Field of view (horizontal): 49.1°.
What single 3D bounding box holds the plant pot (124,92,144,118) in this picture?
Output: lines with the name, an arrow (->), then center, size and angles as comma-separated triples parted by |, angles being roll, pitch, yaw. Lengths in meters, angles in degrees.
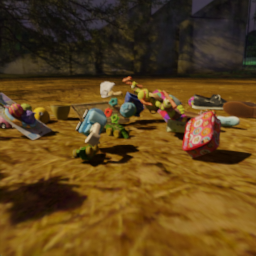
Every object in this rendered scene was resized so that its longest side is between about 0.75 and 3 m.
plant pot -> 0.234, -0.908, 11.362 | 0.811, 0.729, 0.811 | 20, 16, -15

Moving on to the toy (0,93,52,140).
toy -> -3.620, -0.574, 9.216 | 2.281, 0.538, 1.313 | 33, 19, 4

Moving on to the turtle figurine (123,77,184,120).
turtle figurine -> 0.956, -0.780, 8.893 | 1.937, 0.774, 2.402 | 18, 9, -46

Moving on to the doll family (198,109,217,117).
doll family -> 3.226, -0.497, 11.212 | 0.830, 0.515, 0.374 | 8, 9, 39

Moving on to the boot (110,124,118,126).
boot -> -0.650, -0.413, 10.680 | 0.337, 0.602, 0.871 | -13, 23, -27

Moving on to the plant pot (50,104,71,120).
plant pot -> -2.827, -0.663, 11.857 | 0.837, 0.594, 0.837 | -2, 10, 0

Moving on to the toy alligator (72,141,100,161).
toy alligator -> -0.942, 0.594, 6.995 | 0.459, 0.333, 1.385 | -11, 3, 17

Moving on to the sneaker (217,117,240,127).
sneaker -> 3.575, -0.191, 10.268 | 0.407, 0.367, 0.993 | -25, 17, -32

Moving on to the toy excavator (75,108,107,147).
toy excavator -> -0.885, -0.024, 7.210 | 0.652, 1.270, 1.306 | 31, -26, -14

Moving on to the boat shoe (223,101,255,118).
boat shoe -> 5.218, -0.791, 12.344 | 2.000, 0.704, 0.703 | 12, 18, 17

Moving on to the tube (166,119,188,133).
tube -> 1.945, -0.011, 9.528 | 1.272, 0.369, 0.330 | 6, -16, 6

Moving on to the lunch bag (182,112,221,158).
lunch bag -> 1.793, 0.190, 7.050 | 0.995, 0.463, 1.129 | -27, 31, 40

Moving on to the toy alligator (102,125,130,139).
toy alligator -> -0.485, 0.040, 9.338 | 0.510, 0.370, 1.540 | -10, 17, -40

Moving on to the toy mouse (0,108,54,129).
toy mouse -> -4.516, -0.463, 11.084 | 2.611, 0.569, 2.938 | 1, 13, 2

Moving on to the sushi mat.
sushi mat -> -0.922, -0.517, 10.211 | 2.300, 0.139, 1.101 | -12, 59, -51

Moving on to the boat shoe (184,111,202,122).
boat shoe -> 2.363, -0.271, 10.203 | 0.567, 0.567, 1.612 | -10, 17, -28

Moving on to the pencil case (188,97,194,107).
pencil case -> 3.841, -1.520, 15.818 | 0.562, 0.562, 1.273 | 7, 16, 29

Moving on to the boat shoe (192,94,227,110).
boat shoe -> 4.556, -1.354, 14.586 | 2.338, 0.790, 0.840 | 4, 12, 11

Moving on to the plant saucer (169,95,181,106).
plant saucer -> 1.853, -1.679, 16.622 | 2.633, 0.507, 2.633 | -1, 13, 0

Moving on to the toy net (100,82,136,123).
toy net -> -0.558, -0.952, 10.367 | 1.948, 1.022, 0.376 | 51, 4, 37

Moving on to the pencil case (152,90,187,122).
pencil case -> 1.411, -0.665, 10.244 | 0.727, 0.727, 1.646 | -11, 49, -40
